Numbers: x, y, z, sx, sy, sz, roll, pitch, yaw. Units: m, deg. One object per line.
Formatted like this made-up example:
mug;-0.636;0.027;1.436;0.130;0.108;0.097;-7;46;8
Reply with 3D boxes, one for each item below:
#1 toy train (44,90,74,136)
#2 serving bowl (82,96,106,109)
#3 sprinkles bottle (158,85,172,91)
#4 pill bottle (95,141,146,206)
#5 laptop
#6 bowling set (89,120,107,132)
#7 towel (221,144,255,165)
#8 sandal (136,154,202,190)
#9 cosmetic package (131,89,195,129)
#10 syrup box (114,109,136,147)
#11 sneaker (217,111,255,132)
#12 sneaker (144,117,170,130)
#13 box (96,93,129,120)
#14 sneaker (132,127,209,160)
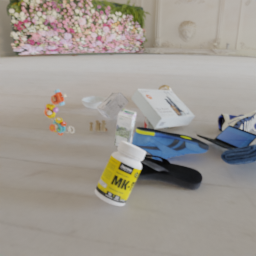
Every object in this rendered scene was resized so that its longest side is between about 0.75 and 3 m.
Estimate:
toy train;-2.649;-0.492;10.346;1.264;1.683;0.468;-12;8;39
serving bowl;-1.812;-1.347;15.266;1.389;0.457;1.389;-1;20;0
sprinkles bottle;2.180;-1.801;15.942;0.861;0.861;2.524;1;19;2
pill bottle;-0.168;1.088;6.831;0.816;1.427;0.816;25;1;-1
laptop;3.513;0.282;9.976;1.510;0.780;1.338;15;8;-33
bowling set;-1.140;-0.077;11.576;0.882;0.473;0.614;1;-1;33
towel;3.711;0.781;8.464;1.154;0.502;2.067;-19;-11;40
sandal;0.828;1.072;7.886;2.523;0.540;0.960;10;28;4
cosmetic package;1.474;-0.838;11.617;2.291;0.592;1.727;-6;48;-45
syrup box;-0.110;0.045;9.619;0.506;1.286;0.524;16;32;11
sneaker;4.519;-0.276;11.651;1.311;0.917;2.269;21;30;40
sneaker;1.405;-0.289;11.967;1.848;0.719;0.759;-16;27;-39
box;-0.760;-1.028;12.774;1.130;0.582;1.937;-46;15;-4
sneaker;1.363;0.655;9.304;2.503;0.981;0.825;10;7;4
